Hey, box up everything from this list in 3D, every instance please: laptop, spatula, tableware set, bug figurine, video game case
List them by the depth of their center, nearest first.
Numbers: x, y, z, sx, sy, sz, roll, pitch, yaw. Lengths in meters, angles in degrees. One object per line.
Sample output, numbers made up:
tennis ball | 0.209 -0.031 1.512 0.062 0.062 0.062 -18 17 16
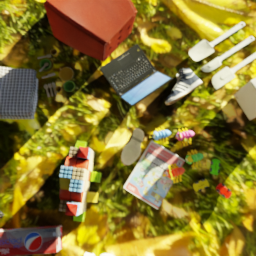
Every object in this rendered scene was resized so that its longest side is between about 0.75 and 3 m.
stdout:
bug figurine | 1.818 0.830 10.345 1.687 0.560 2.176 -17 73 -8
video game case | 0.977 1.731 10.465 1.492 0.182 2.086 31 80 6
laptop | 0.249 -2.087 10.765 1.897 1.106 2.141 -35 87 -8
tableware set | -2.880 -2.236 11.238 1.299 0.296 1.929 -16 78 -4
spatula | 4.114 -3.097 11.458 2.862 0.230 1.990 -34 79 -7

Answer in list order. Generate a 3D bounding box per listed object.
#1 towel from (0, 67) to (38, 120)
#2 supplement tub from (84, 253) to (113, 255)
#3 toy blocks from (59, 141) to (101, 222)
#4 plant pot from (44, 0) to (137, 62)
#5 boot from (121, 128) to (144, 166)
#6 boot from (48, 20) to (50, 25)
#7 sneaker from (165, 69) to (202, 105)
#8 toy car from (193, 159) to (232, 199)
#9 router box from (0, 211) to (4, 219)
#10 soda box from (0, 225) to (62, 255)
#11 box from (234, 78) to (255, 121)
towel | -4.411 -1.365 10.758 1.687 0.872 2.038 0 78 -1
supplement tub | -0.227 5.264 8.713 2.969 2.152 2.152 16 79 3
toy blocks | -1.776 1.762 9.537 1.444 1.975 2.890 8 78 2
plant pot | -1.201 -4.128 10.577 2.340 2.652 2.655 41 81 0
boot | 0.094 0.788 10.132 0.619 0.634 1.680 34 45 -8
boot | -1.778 -4.501 11.351 2.399 0.870 2.181 27 92 16
sneaker | 1.960 -1.648 10.939 1.737 0.609 0.942 -33 85 -13
toy car | 3.154 1.829 10.380 1.421 0.317 1.337 12 78 2
router box | -5.381 3.054 10.091 1.429 0.365 1.066 42 81 8
soda box | -3.574 3.920 9.700 2.440 0.774 0.854 -4 77 0
box | 5.570 -1.515 10.425 2.527 1.572 1.232 -27 80 -5
